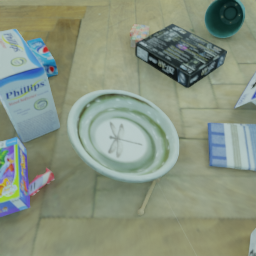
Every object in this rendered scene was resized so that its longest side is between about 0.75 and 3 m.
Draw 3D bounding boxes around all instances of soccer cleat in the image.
[{"bbox_3d":[-2.186,1.333,6.658,0.916,0.305,0.350,-36,91,-31],"label":"soccer cleat"}]

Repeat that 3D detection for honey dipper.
[{"bbox_3d":[0.523,1.515,6.631,0.234,0.234,1.232,18,55,15],"label":"honey dipper"}]

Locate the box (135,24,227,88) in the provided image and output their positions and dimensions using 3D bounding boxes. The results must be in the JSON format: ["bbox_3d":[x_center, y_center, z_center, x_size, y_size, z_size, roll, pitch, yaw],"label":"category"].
[{"bbox_3d":[1.839,-2.681,10.029,2.049,0.557,2.558,-35,58,-27],"label":"box"}]

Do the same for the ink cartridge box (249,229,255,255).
[{"bbox_3d":[2.768,2.721,5.409,0.773,0.445,1.335,16,51,14],"label":"ink cartridge box"}]

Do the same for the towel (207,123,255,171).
[{"bbox_3d":[3.185,0.499,7.489,2.058,0.245,1.512,4,51,6],"label":"towel"}]

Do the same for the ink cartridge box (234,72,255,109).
[{"bbox_3d":[4.627,-1.506,8.046,0.602,2.562,2.532,49,52,-6],"label":"ink cartridge box"}]

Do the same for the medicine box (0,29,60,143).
[{"bbox_3d":[-2.931,-1.126,7.572,1.142,2.219,2.021,-26,54,-21],"label":"medicine box"}]

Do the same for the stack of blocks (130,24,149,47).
[{"bbox_3d":[0.405,-3.608,10.990,0.650,0.331,1.130,10,50,9],"label":"stack of blocks"}]

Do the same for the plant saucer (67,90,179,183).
[{"bbox_3d":[-0.139,0.240,7.115,2.868,0.720,2.868,12,47,-13],"label":"plant saucer"}]

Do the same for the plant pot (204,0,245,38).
[{"bbox_3d":[3.910,-4.439,11.053,1.462,1.462,1.173,24,39,19],"label":"plant pot"}]

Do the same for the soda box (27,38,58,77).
[{"bbox_3d":[-3.022,-2.477,9.850,0.535,0.566,1.668,-22,52,-18],"label":"soda box"}]

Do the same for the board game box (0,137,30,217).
[{"bbox_3d":[-3.571,1.340,6.330,2.473,0.554,1.663,-17,51,-5],"label":"board game box"}]
